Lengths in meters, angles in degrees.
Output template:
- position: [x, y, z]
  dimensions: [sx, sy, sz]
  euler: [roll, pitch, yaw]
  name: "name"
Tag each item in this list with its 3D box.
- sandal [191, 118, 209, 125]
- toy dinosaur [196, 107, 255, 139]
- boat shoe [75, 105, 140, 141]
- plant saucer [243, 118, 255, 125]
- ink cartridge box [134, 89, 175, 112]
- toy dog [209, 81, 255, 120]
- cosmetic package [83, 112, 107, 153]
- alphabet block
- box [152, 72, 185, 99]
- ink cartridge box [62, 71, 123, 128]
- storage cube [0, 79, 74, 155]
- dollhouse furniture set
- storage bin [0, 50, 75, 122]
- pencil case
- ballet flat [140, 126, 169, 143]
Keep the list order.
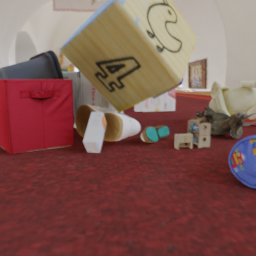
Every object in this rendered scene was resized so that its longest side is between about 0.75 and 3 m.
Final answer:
- position: [3.058, -0.308, 11.093]
  dimensions: [0.728, 0.489, 1.812]
  euler: [-3, 10, -16]
  name: "sandal"
- position: [3.065, -0.148, 9.534]
  dimensions: [1.419, 1.068, 2.775]
  euler: [12, 5, 2]
  name: "toy dinosaur"
- position: [-0.725, -0.110, 8.784]
  dimensions: [1.020, 1.042, 2.944]
  euler: [2, 10, -36]
  name: "boat shoe"
- position: [5.631, -0.294, 11.650]
  dimensions: [1.514, 0.278, 1.511]
  euler: [-6, 12, -25]
  name: "plant saucer"
- position: [1.449, -1.652, 16.101]
  dimensions: [2.396, 1.396, 0.809]
  euler: [-2, 10, -10]
  name: "ink cartridge box"
- position: [4.778, -0.944, 11.480]
  dimensions: [2.507, 1.749, 2.430]
  euler: [-10, -23, 0]
  name: "toy dog"
- position: [-0.849, 0.111, 7.265]
  dimensions: [0.348, 0.496, 0.978]
  euler: [2, 53, 11]
  name: "cosmetic package"
- position: [0.094, -2.528, 8.431]
  dimensions: [2.627, 2.676, 2.613]
  euler: [-22, 32, 44]
  name: "alphabet block"
- position: [1.111, -3.237, 11.814]
  dimensions: [1.525, 2.673, 2.907]
  euler: [-25, 32, 38]
  name: "box"
- position: [-1.541, -1.084, 10.723]
  dimensions: [1.223, 2.130, 2.933]
  euler: [-9, 13, -44]
  name: "ink cartridge box"
- position: [-2.718, -0.437, 7.895]
  dimensions: [1.779, 1.871, 2.081]
  euler: [-7, 13, -36]
  name: "storage cube"
- position: [1.693, 0.161, 7.860]
  dimensions: [0.989, 0.693, 0.697]
  euler: [-3, 10, -16]
  name: "dollhouse furniture set"
- position: [-3.191, -1.032, 9.390]
  dimensions: [1.996, 2.743, 1.842]
  euler: [0, 19, 46]
  name: "storage bin"
- position: [2.890, 0.434, 5.485]
  dimensions: [2.348, 1.020, 0.916]
  euler: [-12, 60, -46]
  name: "pencil case"
- position: [0.713, 0.202, 8.483]
  dimensions: [0.539, 0.505, 1.489]
  euler: [-18, -1, 33]
  name: "ballet flat"
